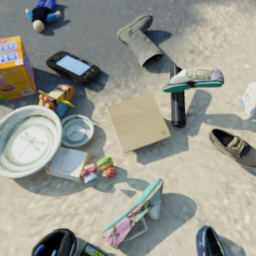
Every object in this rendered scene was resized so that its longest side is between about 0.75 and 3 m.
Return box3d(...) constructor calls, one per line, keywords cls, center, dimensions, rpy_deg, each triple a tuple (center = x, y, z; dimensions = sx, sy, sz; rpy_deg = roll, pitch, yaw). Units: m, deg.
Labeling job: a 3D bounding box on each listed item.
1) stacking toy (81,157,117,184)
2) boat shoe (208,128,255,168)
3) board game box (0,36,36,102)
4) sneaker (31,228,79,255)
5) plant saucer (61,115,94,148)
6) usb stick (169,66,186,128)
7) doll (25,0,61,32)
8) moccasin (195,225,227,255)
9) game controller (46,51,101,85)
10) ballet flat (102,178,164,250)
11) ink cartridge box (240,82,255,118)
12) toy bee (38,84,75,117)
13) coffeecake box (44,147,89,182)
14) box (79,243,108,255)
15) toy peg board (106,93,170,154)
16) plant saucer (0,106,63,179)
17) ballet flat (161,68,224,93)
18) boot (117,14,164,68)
box3d(cls="stacking toy", center=(-0.948, 1.516, 9.528), dimensions=(1.227, 1.110, 0.518), rpy_deg=(-22, 71, -15))
box3d(cls="boat shoe", center=(3.723, 0.689, 9.796), dimensions=(2.148, 0.787, 0.800), rpy_deg=(30, 82, 31))
box3d(cls="board game box", center=(-5.043, -2.419, 11.666), dimensions=(1.765, 1.764, 1.764), rpy_deg=(-14, 58, -9))
box3d(cls="sneaker", center=(-2.483, 4.018, 7.489), dimensions=(1.084, 1.659, 2.966), rpy_deg=(22, 59, 14))
box3d(cls="plant saucer", center=(-2.032, 0.182, 10.801), dimensions=(1.446, 0.363, 1.446), rpy_deg=(0, 57, 1))
box3d(cls="usb stick", center=(1.993, -1.286, 11.284), dimensions=(0.728, 0.428, 2.624), rpy_deg=(17, 66, -38))
box3d(cls="doll", center=(-4.434, -6.079, 14.762), dimensions=(1.803, 0.640, 2.643), rpy_deg=(7, 57, -2))
box3d(cls="moccasin", center=(2.452, 4.092, 7.907), dimensions=(1.043, 0.884, 2.592), rpy_deg=(-13, 57, -8))
box3d(cls="game controller", center=(-2.478, -2.750, 12.646), dimensions=(2.460, 0.518, 1.283), rpy_deg=(28, 61, 16))
box3d(cls="ballet flat", center=(0.370, 2.763, 8.896), dimensions=(2.647, 0.915, 0.942), rpy_deg=(-40, 84, -18))
box3d(cls="ink cartridge box", center=(5.052, -1.111, 11.131), dimensions=(0.521, 1.232, 0.890), rpy_deg=(-13, 58, -8))
box3d(cls="toy bee", center=(-2.903, -0.964, 10.996), dimensions=(1.599, 1.328, 2.443), rpy_deg=(5, 56, 3))
box3d(cls="coffeecake box", center=(-2.175, 1.275, 10.017), dimensions=(1.269, 0.464, 0.974), rpy_deg=(12, 57, 8))
box3d(cls="box", center=(-0.847, 4.616, 7.827), dimensions=(2.001, 0.475, 1.932), rpy_deg=(25, 58, 16))
box3d(cls="toy peg board", center=(0.342, -0.099, 10.820), dimensions=(1.894, 0.927, 1.887), rpy_deg=(-19, 74, -10))
box3d(cls="plant saucer", center=(-3.640, 0.562, 10.180), dimensions=(2.853, 0.716, 2.853), rpy_deg=(-5, 60, 9))
box3d(cls="ballet flat", center=(2.376, -1.805, 10.467), dimensions=(2.326, 0.837, 0.837), rpy_deg=(-3, 54, 24))
box3d(cls="boot", center=(0.888, -4.199, 13.378), dimensions=(2.248, 0.897, 2.472), rpy_deg=(-37, 56, -6))
